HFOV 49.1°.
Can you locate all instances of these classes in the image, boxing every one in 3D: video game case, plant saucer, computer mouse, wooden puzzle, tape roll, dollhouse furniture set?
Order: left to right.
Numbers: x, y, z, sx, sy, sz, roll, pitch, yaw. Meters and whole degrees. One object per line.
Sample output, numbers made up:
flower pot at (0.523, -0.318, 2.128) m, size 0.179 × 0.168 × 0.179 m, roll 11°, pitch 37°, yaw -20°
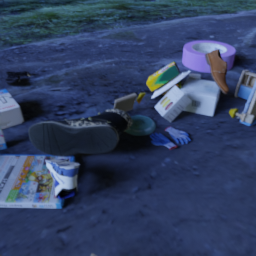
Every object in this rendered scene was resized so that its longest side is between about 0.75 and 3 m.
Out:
computer mouse at (-5.374, -2.388, 13.727) m, size 1.157 × 0.379 × 1.648 m, roll -7°, pitch 30°, yaw -18°
video game case at (-3.078, 1.481, 8.110) m, size 2.739 × 0.244 × 1.960 m, roll 1°, pitch 34°, yaw 1°
wooden puzzle at (-0.146, -0.931, 10.944) m, size 1.605 × 1.082 × 0.188 m, roll -19°, pitch 65°, yaw -25°
plant saucer at (0.409, -0.141, 10.552) m, size 1.276 × 0.175 × 1.276 m, roll 1°, pitch 34°, yaw 0°
tape roll at (4.442, -4.000, 15.563) m, size 2.761 × 0.906 × 2.761 m, roll 1°, pitch 34°, yaw 0°
dollhouse furniture set at (4.743, -1.715, 10.761) m, size 2.677 × 2.527 × 1.747 m, roll -16°, pitch 36°, yaw -42°

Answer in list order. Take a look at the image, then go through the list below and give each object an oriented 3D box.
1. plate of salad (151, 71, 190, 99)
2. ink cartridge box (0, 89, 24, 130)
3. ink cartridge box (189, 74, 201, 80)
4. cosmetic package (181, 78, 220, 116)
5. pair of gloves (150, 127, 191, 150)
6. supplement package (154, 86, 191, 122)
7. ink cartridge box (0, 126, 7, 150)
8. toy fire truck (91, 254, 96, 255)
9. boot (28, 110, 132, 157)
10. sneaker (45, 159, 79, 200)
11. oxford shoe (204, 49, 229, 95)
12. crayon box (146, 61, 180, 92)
plate of salad at (1.855, -1.765, 11.968) m, size 1.993 × 0.479 × 1.993 m, roll -36°, pitch 6°, yaw 5°
ink cartridge box at (-5.013, -0.705, 10.861) m, size 1.285 × 0.742 × 1.761 m, roll -23°, pitch 40°, yaw -30°
ink cartridge box at (3.226, -2.330, 13.616) m, size 0.573 × 0.325 × 0.782 m, roll 8°, pitch 35°, yaw 11°
cosmetic package at (2.978, -1.333, 11.654) m, size 1.458 × 0.899 × 1.463 m, roll 13°, pitch 35°, yaw 18°
pair of gloves at (1.454, 0.372, 9.823) m, size 1.359 × 0.155 × 1.092 m, roll -22°, pitch 38°, yaw -30°
supplement package at (1.692, -0.898, 10.614) m, size 0.629 × 1.148 × 0.653 m, roll 30°, pitch 18°, yaw -45°
ink cartridge box at (-4.499, 0.165, 9.120) m, size 0.730 × 1.268 × 0.430 m, roll -15°, pitch 38°, yaw -22°
toy fire truck at (-0.239, 3.080, 5.391) m, size 1.270 × 0.817 × 1.118 m, roll 5°, pitch 34°, yaw 28°
boot at (-1.470, 0.071, 9.397) m, size 3.031 × 1.094 × 2.289 m, roll 0°, pitch 16°, yaw 17°
sneaker at (-1.767, 1.354, 7.412) m, size 0.679 × 0.970 × 1.680 m, roll 0°, pitch 2°, yaw -28°
oxford shoe at (3.702, -2.282, 11.232) m, size 0.684 × 1.918 × 0.684 m, roll -24°, pitch -15°, yaw 33°
crayon box at (1.548, -2.297, 12.327) m, size 1.398 × 0.472 × 1.620 m, roll -29°, pitch 13°, yaw 17°
